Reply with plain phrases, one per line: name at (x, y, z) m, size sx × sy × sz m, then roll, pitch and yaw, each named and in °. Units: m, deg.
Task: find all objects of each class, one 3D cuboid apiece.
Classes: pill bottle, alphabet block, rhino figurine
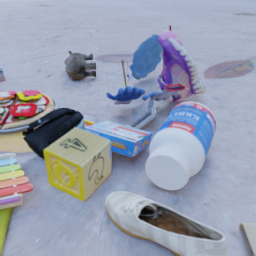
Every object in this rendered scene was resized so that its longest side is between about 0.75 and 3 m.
pill bottle at (1.211, 0.365, 6.372) m, size 1.220 × 1.220 × 2.175 m, roll 13°, pitch 35°, yaw 20°
alphabet block at (-1.042, 0.741, 5.993) m, size 1.009 × 1.004 × 1.027 m, roll 17°, pitch 36°, yaw 25°
rhino figurine at (-2.104, -2.799, 12.016) m, size 1.230 × 0.841 × 2.813 m, roll -8°, pitch 30°, yaw -10°

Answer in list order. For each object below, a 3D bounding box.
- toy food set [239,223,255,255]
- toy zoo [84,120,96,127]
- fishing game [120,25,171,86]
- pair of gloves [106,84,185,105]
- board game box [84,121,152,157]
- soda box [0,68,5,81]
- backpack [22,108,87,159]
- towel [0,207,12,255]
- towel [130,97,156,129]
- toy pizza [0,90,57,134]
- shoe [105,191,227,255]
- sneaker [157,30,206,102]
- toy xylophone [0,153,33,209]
toy food set at (2.427, 2.069, 4.479) m, size 0.962 × 0.405 × 1.341 m, roll 3°, pitch 23°, yaw 5°
toy zoo at (-1.141, 0.157, 7.774) m, size 1.489 × 0.152 × 0.977 m, roll 19°, pitch 36°, yaw 28°
fishing game at (0.716, -2.747, 10.807) m, size 2.631 × 1.884 × 0.409 m, roll -42°, pitch 62°, yaw -15°
pair of gloves at (0.475, -0.983, 8.205) m, size 2.288 × 0.261 × 1.839 m, roll -4°, pitch -5°, yaw -10°
board game box at (-0.229, 0.225, 6.810) m, size 1.293 × 0.361 × 1.266 m, roll 16°, pitch 13°, yaw 19°
soda box at (-5.618, -1.996, 11.039) m, size 1.311 × 0.448 × 0.417 m, roll -20°, pitch 37°, yaw -30°
backpack at (-1.696, 0.156, 6.970) m, size 1.179 × 0.894 × 1.413 m, roll 31°, pitch 58°, yaw 25°
towel at (-2.721, 1.994, 4.713) m, size 1.229 × 0.258 × 2.857 m, roll -1°, pitch 30°, yaw -12°
towel at (0.436, -0.442, 8.146) m, size 0.389 × 0.753 × 0.910 m, roll 41°, pitch 28°, yaw -18°
toy pizza at (-3.667, -0.686, 8.886) m, size 2.746 × 0.435 × 2.746 m, roll 0°, pitch 31°, yaw 0°
shoe at (0.558, 1.596, 4.850) m, size 2.407 × 0.642 × 0.841 m, roll 20°, pitch 35°, yaw 35°
sneaker at (1.454, -1.715, 8.736) m, size 1.283 × 2.902 × 1.167 m, roll -28°, pitch 54°, yaw 13°
toy xylophone at (-2.619, 1.126, 5.615) m, size 1.147 × 0.393 × 1.566 m, roll -14°, pitch 34°, yaw -29°
